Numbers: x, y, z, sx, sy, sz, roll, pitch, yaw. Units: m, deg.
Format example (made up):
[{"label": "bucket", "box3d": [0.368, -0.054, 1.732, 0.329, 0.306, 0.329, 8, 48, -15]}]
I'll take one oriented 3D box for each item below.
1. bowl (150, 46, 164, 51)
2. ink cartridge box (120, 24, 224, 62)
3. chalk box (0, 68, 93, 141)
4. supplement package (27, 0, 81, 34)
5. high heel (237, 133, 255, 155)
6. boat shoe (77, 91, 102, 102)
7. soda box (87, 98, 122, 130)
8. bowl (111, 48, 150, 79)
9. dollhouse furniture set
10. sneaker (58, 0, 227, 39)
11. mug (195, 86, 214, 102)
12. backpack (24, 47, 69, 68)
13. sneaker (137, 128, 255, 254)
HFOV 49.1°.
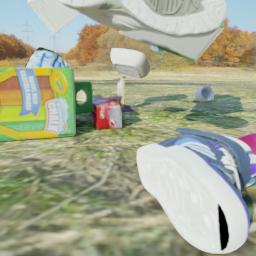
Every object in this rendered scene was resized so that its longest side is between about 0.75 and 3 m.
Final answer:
[{"label": "bowl", "box3d": [1.517, -3.396, 8.493, 2.261, 1.183, 2.261, -21, 29, 12]}, {"label": "ink cartridge box", "box3d": [0.899, -2.974, 6.245, 1.856, 2.563, 1.076, 15, -36, -17]}, {"label": "chalk box", "box3d": [-2.288, -0.732, 7.395, 2.803, 1.749, 1.737, -5, 13, -18]}, {"label": "supplement package", "box3d": [-1.704, -3.587, 7.656, 1.754, 1.025, 1.029, -35, 33, 7]}, {"label": "high heel", "box3d": [3.103, 0.197, 5.744, 2.000, 0.673, 0.959, -24, 34, -31]}, {"label": "boat shoe", "box3d": [-2.279, -1.678, 14.238, 1.957, 0.636, 0.706, 1, 13, 7]}, {"label": "soda box", "box3d": [-0.820, -0.507, 8.842, 0.754, 0.683, 2.154, -4, 12, -16]}, {"label": "bowl", "box3d": [0.039, -1.688, 7.588, 1.010, 0.377, 1.009, 13, -15, 20]}, {"label": "dollhouse furniture set", "box3d": [-0.789, -1.492, 11.534, 1.608, 1.440, 2.029, -7, 14, -29]}, {"label": "sneaker", "box3d": [0.207, -1.722, 3.858, 2.304, 0.898, 1.145, 22, 6, 18]}, {"label": "mug", "box3d": [3.831, -1.601, 13.964, 0.987, 0.729, 0.866, 27, -8, -12]}, {"label": "backpack", "box3d": [-2.840, -1.380, 9.581, 2.161, 2.293, 2.811, 13, 18, -2]}, {"label": "sneaker", "box3d": [1.195, 0.545, 3.475, 1.684, 0.926, 2.299, -8, 9, -14]}]
